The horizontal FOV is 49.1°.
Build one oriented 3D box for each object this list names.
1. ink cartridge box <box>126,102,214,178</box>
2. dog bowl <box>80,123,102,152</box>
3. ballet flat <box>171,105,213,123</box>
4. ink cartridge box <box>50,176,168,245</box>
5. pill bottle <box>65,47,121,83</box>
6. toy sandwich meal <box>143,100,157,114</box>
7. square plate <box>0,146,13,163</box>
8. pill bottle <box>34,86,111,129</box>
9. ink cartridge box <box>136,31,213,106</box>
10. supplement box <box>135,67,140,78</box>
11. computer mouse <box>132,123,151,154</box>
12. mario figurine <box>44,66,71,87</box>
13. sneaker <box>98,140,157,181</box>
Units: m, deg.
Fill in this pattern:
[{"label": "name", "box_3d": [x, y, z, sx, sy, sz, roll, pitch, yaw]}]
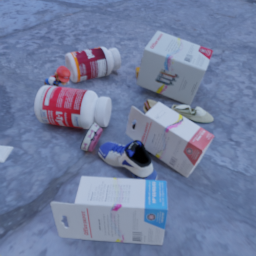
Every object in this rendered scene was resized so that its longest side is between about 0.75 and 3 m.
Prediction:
[{"label": "ink cartridge box", "box_3d": [1.295, 0.249, 9.508, 2.713, 1.580, 0.916, 34, 51, 18]}, {"label": "dog bowl", "box_3d": [-1.312, 0.378, 10.219, 0.406, 1.102, 1.102, 28, 44, 2]}, {"label": "ballet flat", "box_3d": [2.673, -0.641, 11.757, 1.851, 0.643, 0.643, 9, 40, 11]}, {"label": "ink cartridge box", "box_3d": [-0.446, 2.200, 7.484, 2.849, 1.640, 0.967, 3, 38, 3]}, {"label": "pill bottle", "box_3d": [-1.754, -3.285, 14.274, 2.596, 1.466, 1.466, -17, 43, -21]}, {"label": "toy sandwich meal", "box_3d": [1.127, -0.755, 11.818, 1.109, 0.380, 1.109, 20, 29, -12]}, {"label": "square plate", "box_3d": [-4.752, 0.916, 10.262, 0.796, 0.113, 0.788, 5, 39, 6]}, {"label": "pill bottle", "box_3d": [-2.134, -0.787, 11.182, 2.762, 1.550, 1.550, 8, 40, 9]}, {"label": "ink cartridge box", "box_3d": [2.071, -2.754, 12.796, 2.768, 2.002, 2.012, 23, 46, 8]}, {"label": "supplement box", "box_3d": [1.185, -2.868, 14.521, 1.572, 0.541, 0.523, -4, 40, -7]}, {"label": "computer mouse", "box_3d": [1.435, 0.166, 10.792, 2.558, 0.589, 1.796, -7, 39, -7]}, {"label": "mario figurine", "box_3d": [-3.247, -2.167, 13.095, 1.795, 0.951, 1.108, -13, 39, 52]}, {"label": "sneaker", "box_3d": [0.012, 0.843, 9.332, 2.266, 1.309, 0.915, 27, 52, 32]}]
